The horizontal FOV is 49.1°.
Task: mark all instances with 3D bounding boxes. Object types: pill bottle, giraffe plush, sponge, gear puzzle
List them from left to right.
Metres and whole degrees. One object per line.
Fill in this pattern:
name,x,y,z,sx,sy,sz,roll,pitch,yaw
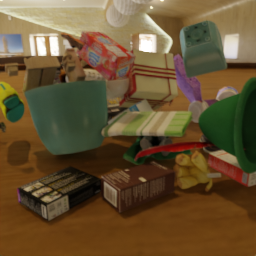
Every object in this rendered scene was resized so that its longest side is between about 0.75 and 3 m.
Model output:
gear puzzle,-2.132,-2.471,11.166,1.708,0.224,0.885,-36,0,-12
sponge,2.507,-1.822,11.722,0.405,1.515,2.716,-34,-21,5
giraffe plush,1.583,0.931,6.533,1.026,0.885,0.832,12,11,9
pill bottle,3.425,-0.748,11.753,1.613,0.899,0.899,-9,19,-27
pill bottle,4.942,-1.471,13.886,1.056,1.056,1.885,6,18,18

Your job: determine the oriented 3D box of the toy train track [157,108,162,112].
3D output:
toy train track,0.899,-0.254,10.561,1.113,0.316,1.941,-36,3,15

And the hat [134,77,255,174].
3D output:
hat,1.897,-0.091,6.658,2.219,2.088,2.520,3,-3,43

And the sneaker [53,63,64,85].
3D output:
sneaker,-2.355,-1.739,9.251,0.522,0.939,1.342,45,10,20

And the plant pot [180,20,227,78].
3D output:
plant pot,2.212,-2.515,8.600,1.281,1.285,1.309,-11,-22,21

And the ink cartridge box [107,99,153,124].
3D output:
ink cartridge box,0.074,-0.379,9.753,1.322,0.560,0.955,-32,0,29

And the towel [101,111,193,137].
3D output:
towel,0.567,-0.069,7.771,2.194,0.337,1.637,1,23,23

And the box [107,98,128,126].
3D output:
box,-0.779,-0.952,11.642,2.861,0.692,2.266,-12,39,-35

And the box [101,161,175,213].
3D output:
box,0.229,1.203,5.968,1.458,0.546,0.730,-10,19,-34

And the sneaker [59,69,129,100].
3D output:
sneaker,-1.377,-1.613,10.254,2.913,1.061,1.233,7,6,34

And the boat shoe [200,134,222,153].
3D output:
boat shoe,2.537,0.413,8.592,0.517,0.509,1.388,-2,17,-6

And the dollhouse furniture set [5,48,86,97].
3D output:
dollhouse furniture set,-2.680,-1.671,8.682,2.357,1.151,2.010,-12,-24,-31

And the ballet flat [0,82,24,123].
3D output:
ballet flat,-3.628,-0.802,8.566,0.687,0.689,2.055,-37,-5,-22

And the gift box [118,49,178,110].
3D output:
gift box,0.712,-1.774,10.707,1.930,1.907,2.066,2,-12,-22

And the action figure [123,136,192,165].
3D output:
action figure,0.778,0.327,8.362,1.727,0.799,2.924,1,8,2

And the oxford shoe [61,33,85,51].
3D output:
oxford shoe,-1.683,-2.544,8.251,0.819,0.298,0.292,30,8,15

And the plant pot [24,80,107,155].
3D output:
plant pot,-1.633,-0.260,8.070,2.299,1.845,2.299,-9,3,1

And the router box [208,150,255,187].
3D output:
router box,3.082,0.912,7.185,1.495,0.365,1.342,-8,19,-25

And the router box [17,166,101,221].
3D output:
router box,-1.415,1.305,5.899,1.047,0.359,1.404,14,22,38

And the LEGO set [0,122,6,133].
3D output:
LEGO set,-4.728,0.349,8.043,1.895,0.827,2.918,-22,-5,31

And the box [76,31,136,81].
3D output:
box,-0.705,-2.215,8.545,0.846,0.810,1.697,-16,49,-46
